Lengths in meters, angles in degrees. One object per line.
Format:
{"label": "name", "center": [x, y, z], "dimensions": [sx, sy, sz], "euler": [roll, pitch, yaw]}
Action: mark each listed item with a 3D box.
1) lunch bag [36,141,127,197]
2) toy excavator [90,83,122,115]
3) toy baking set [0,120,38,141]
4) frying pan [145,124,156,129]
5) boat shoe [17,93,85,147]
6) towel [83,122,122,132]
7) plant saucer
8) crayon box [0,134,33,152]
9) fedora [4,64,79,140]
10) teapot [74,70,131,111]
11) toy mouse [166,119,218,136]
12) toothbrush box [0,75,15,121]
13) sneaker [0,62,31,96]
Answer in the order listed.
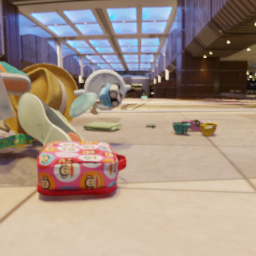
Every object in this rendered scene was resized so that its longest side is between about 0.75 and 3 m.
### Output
{"label": "lunch bag", "center": [-0.918, 0.757, 5.909], "dimensions": [1.769, 0.823, 2.008], "euler": [-1, 8, -8]}
{"label": "toy excavator", "center": [-0.703, -0.822, 8.222], "dimensions": [1.010, 0.983, 0.505], "euler": [1, 42, 13]}
{"label": "toy baking set", "center": [-3.797, -0.361, 10.773], "dimensions": [2.571, 1.973, 0.299], "euler": [3, -30, -34]}
{"label": "frying pan", "center": [1.103, -0.080, 14.106], "dimensions": [0.597, 0.161, 0.987], "euler": [2, 5, 14]}
{"label": "boat shoe", "center": [-2.189, -0.041, 7.976], "dimensions": [2.777, 0.989, 0.869], "euler": [39, 17, 29]}
{"label": "towel", "center": [-1.209, -0.043, 13.277], "dimensions": [1.618, 0.295, 1.200], "euler": [4, 10, 21]}
{"label": "plant saucer", "center": [-1.358, -0.712, 8.076], "dimensions": [0.991, 0.191, 0.991], "euler": [-27, 35, 21]}
{"label": "crayon box", "center": [-3.445, 0.463, 8.246], "dimensions": [1.068, 0.311, 0.634], "euler": [-14, -10, 13]}
{"label": "fedora", "center": [-3.208, -1.112, 9.938], "dimensions": [3.001, 3.001, 1.224], "euler": [-1, -15, -4]}
{"label": "teapot", "center": [-0.829, -1.270, 9.513], "dimensions": [1.483, 1.463, 1.083], "euler": [38, 2, -13]}
{"label": "toy mouse", "center": [2.749, -0.039, 12.428], "dimensions": [2.382, 0.519, 2.680], "euler": [5, 9, 28]}
{"label": "toothbrush box", "center": [-4.396, -0.794, 6.878], "dimensions": [2.545, 1.863, 1.085], "euler": [-24, 54, -25]}
{"label": "sneaker", "center": [-4.088, -1.572, 8.290], "dimensions": [2.302, 0.821, 0.920], "euler": [12, 27, -36]}
